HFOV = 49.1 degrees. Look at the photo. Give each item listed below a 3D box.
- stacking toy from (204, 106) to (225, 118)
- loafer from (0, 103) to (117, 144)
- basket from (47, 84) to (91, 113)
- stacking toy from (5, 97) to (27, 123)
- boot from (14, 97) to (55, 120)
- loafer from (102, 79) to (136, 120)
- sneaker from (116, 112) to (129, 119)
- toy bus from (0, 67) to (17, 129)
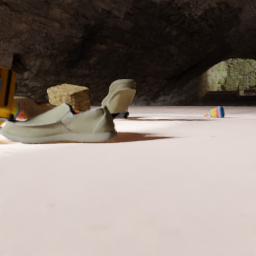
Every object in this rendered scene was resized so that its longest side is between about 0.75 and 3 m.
[{"bbox_3d":[3.750,-0.633,12.348,0.900,0.494,0.522,-11,-1,42],"label":"stacking toy"},{"bbox_3d":[-1.180,-0.099,4.873,1.973,0.673,0.746,0,5,-5],"label":"loafer"},{"bbox_3d":[-2.415,-0.999,11.255,1.633,1.216,1.165,16,31,38],"label":"basket"},{"bbox_3d":[-3.694,-0.584,8.402,1.214,1.148,2.093,41,-2,14],"label":"stacking toy"},{"bbox_3d":[-4.098,-0.804,11.283,2.235,0.809,1.859,11,2,-44],"label":"boot"},{"bbox_3d":[-0.284,-0.943,9.806,0.901,0.799,2.368,-5,-17,-20],"label":"loafer"},{"bbox_3d":[-0.113,-0.499,11.559,0.414,0.291,0.779,10,20,38],"label":"sneaker"},{"bbox_3d":[-2.700,-0.455,5.303,0.888,0.738,2.268,9,-15,-33],"label":"toy bus"}]
